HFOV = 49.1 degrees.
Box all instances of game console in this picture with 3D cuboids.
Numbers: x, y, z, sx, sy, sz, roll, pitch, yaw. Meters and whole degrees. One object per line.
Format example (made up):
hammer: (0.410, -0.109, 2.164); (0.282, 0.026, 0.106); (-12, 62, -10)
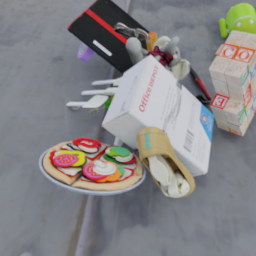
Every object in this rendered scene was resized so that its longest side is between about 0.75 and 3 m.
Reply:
game console: (-0.505, -3.397, 10.302); (2.748, 0.427, 2.430); (37, 60, -8)

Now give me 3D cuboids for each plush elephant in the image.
plush elephant: (1.067, -2.147, 8.776); (1.611, 2.081, 1.714); (-44, 80, -7)

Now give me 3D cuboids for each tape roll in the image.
tape roll: (-1.557, -2.977, 10.592); (0.299, 0.910, 0.910); (25, 41, -32)

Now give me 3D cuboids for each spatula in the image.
spatula: (-1.056, -1.202, 9.438); (1.885, 0.218, 2.711); (-45, 29, -24)

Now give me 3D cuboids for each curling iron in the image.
curling iron: (2.633, -1.732, 10.813); (0.621, 0.320, 2.505); (-5, 50, -3)

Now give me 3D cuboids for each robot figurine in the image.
robot figurine: (5.171, -4.699, 12.663); (1.960, 1.292, 2.234); (-11, 48, 21)

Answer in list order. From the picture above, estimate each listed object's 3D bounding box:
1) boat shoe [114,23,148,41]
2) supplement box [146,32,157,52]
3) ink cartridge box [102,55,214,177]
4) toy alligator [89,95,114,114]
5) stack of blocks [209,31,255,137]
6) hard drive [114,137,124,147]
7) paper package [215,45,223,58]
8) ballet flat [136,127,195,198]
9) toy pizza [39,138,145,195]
boat shoe: (0.063, -2.948, 8.790); (1.091, 0.365, 0.311); (22, 53, 8)
supplement box: (0.886, -2.898, 10.093); (0.326, 0.978, 0.337); (-28, 39, -21)
ink cartridge box: (0.929, -0.200, 7.474); (2.774, 1.161, 2.012); (38, 52, -25)
toy alligator: (-0.293, -0.793, 9.140); (2.215, 0.657, 0.601); (-30, 76, 21)
stack of blocks: (3.202, -1.133, 8.199); (0.869, 2.968, 1.709); (26, 80, 33)
hard drive: (-0.088, -0.057, 8.577); (0.182, 1.365, 0.901); (25, 35, 11)
paper package: (4.174, -3.146, 11.791); (0.781, 0.424, 0.820); (11, 49, 37)
ballet flat: (0.890, 1.117, 6.543); (0.939, 2.736, 0.862); (-20, 40, 20)
toy pizza: (-0.774, 0.734, 6.419); (2.422, 0.384, 2.422); (9, 19, -3)
